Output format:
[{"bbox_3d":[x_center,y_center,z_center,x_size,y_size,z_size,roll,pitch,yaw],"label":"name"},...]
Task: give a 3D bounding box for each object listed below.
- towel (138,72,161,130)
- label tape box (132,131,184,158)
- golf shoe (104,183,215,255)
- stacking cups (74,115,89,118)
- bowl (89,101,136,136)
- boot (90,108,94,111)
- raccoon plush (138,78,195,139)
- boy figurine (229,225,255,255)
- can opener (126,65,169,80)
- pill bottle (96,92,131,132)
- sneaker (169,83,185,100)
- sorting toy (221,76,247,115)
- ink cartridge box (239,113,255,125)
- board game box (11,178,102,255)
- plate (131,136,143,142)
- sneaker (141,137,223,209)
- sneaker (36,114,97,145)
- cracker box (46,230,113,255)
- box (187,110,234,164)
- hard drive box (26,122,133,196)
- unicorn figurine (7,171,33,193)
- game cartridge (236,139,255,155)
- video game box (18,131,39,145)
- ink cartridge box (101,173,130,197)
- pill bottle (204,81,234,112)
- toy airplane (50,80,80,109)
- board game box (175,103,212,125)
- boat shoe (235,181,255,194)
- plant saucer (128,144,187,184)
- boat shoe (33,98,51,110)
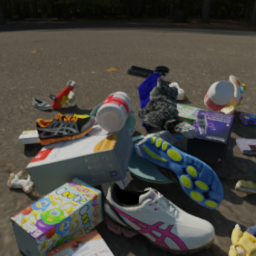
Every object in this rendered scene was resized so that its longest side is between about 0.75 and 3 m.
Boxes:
[{"bbox_3d":[0.973,-1.165,12.240,0.538,1.605,2.173,5,63,-26],"label":"towel"},{"bbox_3d":[1.040,0.440,9.913,1.700,0.562,1.218,-26,4,-11],"label":"label tape box"},{"bbox_3d":[0.698,2.157,6.795,2.785,1.282,1.011,9,27,15],"label":"golf shoe"},{"bbox_3d":[-1.056,-0.225,12.167,2.537,0.768,0.768,-1,26,-1],"label":"stacking cups"},{"bbox_3d":[-0.662,-0.357,11.239,1.884,1.884,0.986,-4,23,-7],"label":"bowl"},{"bbox_3d":[-1.495,-1.057,14.392,0.887,0.335,0.326,-6,29,-9],"label":"boot"},{"bbox_3d":[1.741,-0.729,10.258,2.909,1.949,1.407,22,-8,44],"label":"raccoon plush"},{"bbox_3d":[2.813,2.684,6.561,1.435,0.462,0.892,-16,48,-31],"label":"boy figurine"},{"bbox_3d":[1.323,-3.683,18.473,2.970,0.987,0.782,3,-20,-25],"label":"can opener"},{"bbox_3d":[-0.378,-0.552,8.546,0.853,0.853,1.520,5,26,9],"label":"pill bottle"},{"bbox_3d":[2.582,-2.146,16.203,0.805,0.688,1.827,-6,26,-12],"label":"sneaker"},{"bbox_3d":[5.068,-1.316,13.541,0.965,1.807,1.627,18,36,12],"label":"sorting toy"},{"bbox_3d":[5.617,-0.383,13.040,0.582,0.325,0.853,2,28,5],"label":"ink cartridge box"},{"bbox_3d":[-1.662,2.249,6.898,1.016,0.998,1.937,19,32,34],"label":"board game box"},{"bbox_3d":[0.176,0.432,9.938,0.787,0.101,0.787,-17,4,1],"label":"plate"},{"bbox_3d":[1.595,1.226,8.155,2.744,0.973,1.137,37,-2,28],"label":"sneaker"},{"bbox_3d":[-1.993,-0.065,8.840,2.060,0.795,0.806,-14,20,8],"label":"sneaker"},{"bbox_3d":[-0.796,3.079,5.740,1.217,0.524,1.818,-16,31,-29],"label":"cracker box"},{"bbox_3d":[2.941,0.265,9.966,1.306,0.921,1.765,11,39,21],"label":"box"},{"bbox_3d":[-1.339,0.854,8.575,2.671,1.026,2.082,-14,22,14],"label":"hard drive box"},{"bbox_3d":[-3.245,1.709,8.755,1.148,0.424,0.789,-8,34,16],"label":"unicorn figurine"},{"bbox_3d":[5.057,0.728,10.867,1.450,0.278,0.940,2,22,3],"label":"game cartridge"},{"bbox_3d":[-3.649,0.345,11.309,1.297,0.304,1.181,-5,15,-10],"label":"video game box"},{"bbox_3d":[-0.391,1.578,8.503,0.408,0.709,0.971,-7,21,31],"label":"ink cartridge box"},{"bbox_3d":[4.198,-1.468,12.911,1.083,1.083,1.929,3,-10,6],"label":"pill bottle"},{"bbox_3d":[-3.157,-1.692,14.760,1.633,1.158,1.641,-23,28,31],"label":"toy airplane"},{"bbox_3d":[2.929,-0.647,13.569,2.141,0.312,1.441,17,31,31],"label":"board game box"},{"bbox_3d":[3.645,1.825,8.488,0.917,0.314,0.343,17,36,-17],"label":"boat shoe"},{"bbox_3d":[1.060,1.212,9.771,2.470,0.339,2.470,0,26,0],"label":"plant saucer"},{"bbox_3d":[-4.538,-1.236,14.652,1.287,0.413,0.474,20,32,34],"label":"boat shoe"}]
